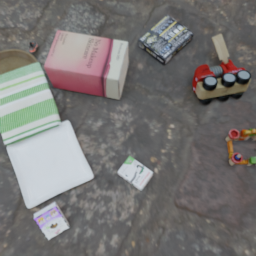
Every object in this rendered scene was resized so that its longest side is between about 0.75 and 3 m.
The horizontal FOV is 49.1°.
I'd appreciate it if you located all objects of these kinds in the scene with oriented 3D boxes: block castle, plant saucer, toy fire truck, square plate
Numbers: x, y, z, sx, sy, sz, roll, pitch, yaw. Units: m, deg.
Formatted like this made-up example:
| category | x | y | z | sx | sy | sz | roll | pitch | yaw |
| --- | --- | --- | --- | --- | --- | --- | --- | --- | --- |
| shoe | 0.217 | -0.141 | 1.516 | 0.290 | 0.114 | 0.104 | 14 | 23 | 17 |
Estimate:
| category | x | y | z | sx | sy | sz | roll | pitch | yaw |
| --- | --- | --- | --- | --- | --- | --- | --- | --- | --- |
| block castle | 4.617 | 0.699 | 10.131 | 1.934 | 0.907 | 1.293 | 1 | 68 | 1 |
| plant saucer | -4.833 | -2.140 | 11.505 | 2.499 | 0.368 | 2.499 | 1 | 67 | -2 |
| toy fire truck | 3.523 | -2.382 | 11.208 | 2.039 | 1.491 | 2.317 | -11 | 56 | -5 |
| square plate | -2.845 | 1.270 | 10.203 | 2.477 | 0.356 | 2.501 | -24 | 70 | -10 |

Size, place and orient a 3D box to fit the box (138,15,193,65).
| category | x | y | z | sx | sy | sz | roll | pitch | yaw |
| --- | --- | --- | --- | --- | --- | --- | --- | --- | --- |
| box | 1.622 | -3.847 | 12.173 | 1.566 | 0.477 | 1.943 | 41 | 74 | 13 |

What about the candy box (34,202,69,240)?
| category | x | y | z | sx | sy | sz | roll | pitch | yaw |
| --- | --- | --- | --- | --- | --- | --- | --- | --- | --- |
| candy box | -2.520 | 3.074 | 9.236 | 0.793 | 0.338 | 0.945 | -29 | 108 | -11 |

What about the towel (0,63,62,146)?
| category | x | y | z | sx | sy | sz | roll | pitch | yaw |
| --- | --- | --- | --- | --- | --- | --- | --- | --- | --- |
| towel | -4.042 | -0.981 | 10.763 | 2.275 | 0.349 | 2.982 | -23 | 68 | -10 |

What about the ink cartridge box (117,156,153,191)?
| category | x | y | z | sx | sy | sz | roll | pitch | yaw |
| --- | --- | --- | --- | --- | --- | --- | --- | --- | --- |
| ink cartridge box | 0.262 | 1.627 | 10.002 | 1.040 | 0.438 | 0.759 | 34 | 75 | 13 |

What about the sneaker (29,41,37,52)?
| category | x | y | z | sx | sy | sz | roll | pitch | yaw |
| --- | --- | --- | --- | --- | --- | --- | --- | --- | --- |
| sneaker | -4.049 | -3.533 | 11.870 | 0.297 | 0.315 | 0.770 | -12 | 47 | -2 |

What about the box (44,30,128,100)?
| category | x | y | z | sx | sy | sz | roll | pitch | yaw |
| --- | --- | --- | --- | --- | --- | --- | --- | --- | --- |
| box | -1.528 | -2.455 | 11.025 | 2.848 | 1.552 | 1.821 | 10 | 68 | 4 |
